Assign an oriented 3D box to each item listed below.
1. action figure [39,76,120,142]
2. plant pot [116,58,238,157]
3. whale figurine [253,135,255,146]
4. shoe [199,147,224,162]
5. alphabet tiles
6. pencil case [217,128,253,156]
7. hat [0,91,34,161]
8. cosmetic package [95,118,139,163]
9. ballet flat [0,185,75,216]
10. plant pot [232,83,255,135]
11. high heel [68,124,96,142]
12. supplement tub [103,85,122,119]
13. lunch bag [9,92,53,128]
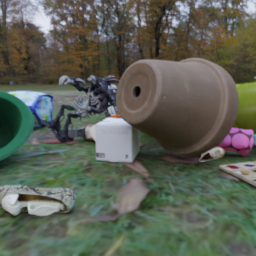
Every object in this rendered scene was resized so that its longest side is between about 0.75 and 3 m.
[{"bbox_3d":[-1.568,-0.895,9.291,1.692,2.846,1.452,42,-2,40],"label":"action figure"},{"bbox_3d":[0.948,-0.636,6.778,2.212,2.536,2.536,10,2,-40],"label":"plant pot"},{"bbox_3d":[3.707,0.358,7.399,0.839,0.667,0.435,12,-25,-17],"label":"whale figurine"},{"bbox_3d":[1.943,0.654,6.536,0.202,0.264,0.755,-29,-5,-30],"label":"shoe"},{"bbox_3d":[3.429,1.019,5.546,2.102,0.095,2.515,-4,10,-14],"label":"alphabet tiles"},{"bbox_3d":[2.431,0.379,7.598,1.738,0.814,0.789,4,40,15],"label":"pencil case"},{"bbox_3d":[-3.785,0.594,7.678,2.411,2.562,2.911,25,45,5],"label":"hat"},{"bbox_3d":[-0.248,0.292,7.479,0.962,0.963,1.167,2,10,11],"label":"cosmetic package"},{"bbox_3d":[-1.504,1.148,4.335,1.330,0.451,0.501,2,23,-3],"label":"ballet flat"},{"bbox_3d":[4.074,-0.547,8.064,1.956,1.956,1.884,-6,-5,-31],"label":"plant pot"},{"bbox_3d":[-0.736,0.202,9.049,1.992,0.711,1.420,6,3,18],"label":"high heel"},{"bbox_3d":[-0.789,-1.156,13.363,0.973,1.588,0.973,-19,-9,-3],"label":"supplement tub"},{"bbox_3d":[-4.537,-0.794,11.801,2.162,1.621,2.543,0,0,1],"label":"lunch bag"}]
